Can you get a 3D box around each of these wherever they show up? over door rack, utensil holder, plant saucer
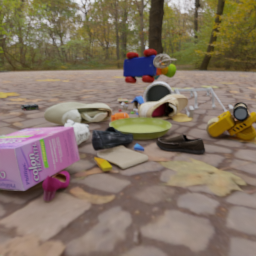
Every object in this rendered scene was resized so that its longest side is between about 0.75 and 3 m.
[{"bbox_3d":[3.737,-1.226,14.606,2.178,0.982,2.948,-3,29,-6],"label":"over door rack"},{"bbox_3d":[1.658,-1.709,14.983,1.542,1.542,1.815,2,14,8],"label":"utensil holder"},{"bbox_3d":[0.466,0.025,10.749,2.362,0.367,2.362,-1,15,0],"label":"plant saucer"}]

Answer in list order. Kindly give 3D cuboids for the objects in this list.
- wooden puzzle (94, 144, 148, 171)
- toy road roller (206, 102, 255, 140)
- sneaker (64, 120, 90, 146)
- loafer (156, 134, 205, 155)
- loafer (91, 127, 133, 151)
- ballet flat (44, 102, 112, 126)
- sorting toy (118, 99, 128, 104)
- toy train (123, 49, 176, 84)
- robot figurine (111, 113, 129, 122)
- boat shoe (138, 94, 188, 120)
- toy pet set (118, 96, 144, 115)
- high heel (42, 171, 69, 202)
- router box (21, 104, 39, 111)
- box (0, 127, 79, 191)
[{"bbox_3d":[-0.176,0.852,8.018,1.807,0.211,1.219,-10,22,-34],"label":"wooden puzzle"},{"bbox_3d":[3.837,-0.026,10.135,1.738,1.268,1.068,-34,0,26],"label":"toy road roller"},{"bbox_3d":[-1.736,0.215,9.419,0.858,0.795,2.117,7,15,-7],"label":"sneaker"},{"bbox_3d":[1.647,0.439,8.818,1.551,0.553,0.566,5,16,19],"label":"loafer"},{"bbox_3d":[-0.439,0.277,8.800,0.646,0.668,1.902,-13,-4,33],"label":"loafer"},{"bbox_3d":[-1.993,-0.549,11.934,2.995,1.040,1.040,-10,18,-34],"label":"ballet flat"},{"bbox_3d":[-0.343,-1.619,17.181,0.581,0.204,1.204,-2,16,-7],"label":"sorting toy"},{"bbox_3d":[1.210,-2.199,10.410,1.602,1.172,2.769,1,5,-41],"label":"toy train"},{"bbox_3d":[-0.314,-0.396,12.124,0.822,0.479,0.591,-3,-24,-11],"label":"robot figurine"},{"bbox_3d":[1.835,-0.861,12.995,2.821,1.040,0.976,-20,25,-29],"label":"boat shoe"},{"bbox_3d":[0.373,-1.218,14.665,1.380,0.733,1.288,13,20,38],"label":"toy pet set"},{"bbox_3d":[-1.538,1.099,6.219,0.410,0.585,1.216,13,18,0],"label":"high heel"},{"bbox_3d":[-5.344,-1.119,15.226,0.795,0.247,0.596,-9,17,-32],"label":"router box"},{"bbox_3d":[-2.493,0.654,6.774,1.717,0.944,1.952,-3,13,28],"label":"box"}]
